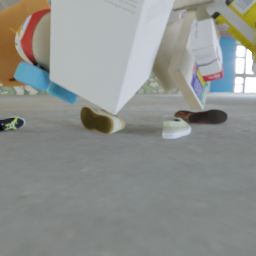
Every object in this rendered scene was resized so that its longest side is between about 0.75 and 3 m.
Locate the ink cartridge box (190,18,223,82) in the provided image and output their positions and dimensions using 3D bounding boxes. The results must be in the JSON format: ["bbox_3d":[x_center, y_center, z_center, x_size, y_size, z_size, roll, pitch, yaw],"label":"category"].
[{"bbox_3d":[1.543,-1.480,5.431,0.406,0.718,0.979,-8,-30,26],"label":"ink cartridge box"}]

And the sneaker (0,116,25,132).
[{"bbox_3d":[-4.630,-0.042,10.476,1.557,0.558,0.645,-6,36,-32],"label":"sneaker"}]

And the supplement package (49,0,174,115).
[{"bbox_3d":[-0.285,-1.883,4.967,1.579,2.636,1.598,28,46,11],"label":"supplement package"}]

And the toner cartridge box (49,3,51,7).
[{"bbox_3d":[-1.623,-3.403,8.453,2.391,1.136,0.516,-9,36,25],"label":"toner cartridge box"}]

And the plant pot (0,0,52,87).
[{"bbox_3d":[-3.356,-2.550,9.002,2.052,2.932,2.932,-21,16,-18],"label":"plant pot"}]

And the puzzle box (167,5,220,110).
[{"bbox_3d":[1.729,-1.911,7.013,0.317,2.497,1.661,3,-28,35],"label":"puzzle box"}]

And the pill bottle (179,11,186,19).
[{"bbox_3d":[2.481,-4.437,11.149,0.780,0.438,0.438,8,12,32],"label":"pill bottle"}]

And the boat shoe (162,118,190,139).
[{"bbox_3d":[1.721,-0.048,9.687,0.691,0.595,1.918,4,10,25],"label":"boat shoe"}]

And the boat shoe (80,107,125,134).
[{"bbox_3d":[-1.031,-0.276,10.645,0.785,0.875,2.364,-2,18,-38],"label":"boat shoe"}]

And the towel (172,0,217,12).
[{"bbox_3d":[1.510,-3.171,6.178,0.263,1.012,1.527,11,8,-27],"label":"towel"}]

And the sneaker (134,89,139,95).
[{"bbox_3d":[-0.236,-2.162,10.966,0.784,2.071,0.907,-13,-28,-30],"label":"sneaker"}]

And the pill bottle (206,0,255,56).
[{"bbox_3d":[3.333,-2.380,6.371,2.846,1.584,1.584,42,9,-4],"label":"pill bottle"}]

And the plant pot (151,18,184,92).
[{"bbox_3d":[1.699,-2.688,10.714,2.407,2.203,2.407,-23,10,4],"label":"plant pot"}]

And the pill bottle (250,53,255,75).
[{"bbox_3d":[4.155,-2.403,8.283,0.939,1.650,0.939,16,-18,5],"label":"pill bottle"}]

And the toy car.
[{"bbox_3d":[-2.085,-2.046,6.681,2.334,2.152,2.065,23,-1,26],"label":"toy car"}]

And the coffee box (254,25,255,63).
[{"bbox_3d":[3.167,-1.498,5.375,0.328,0.918,1.493,-43,48,-16],"label":"coffee box"}]

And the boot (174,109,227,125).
[{"bbox_3d":[3.304,-0.557,13.053,1.920,0.662,2.060,1,4,-7],"label":"boot"}]
